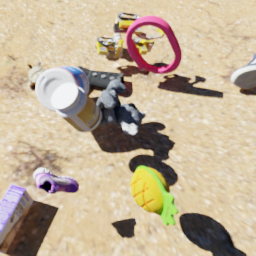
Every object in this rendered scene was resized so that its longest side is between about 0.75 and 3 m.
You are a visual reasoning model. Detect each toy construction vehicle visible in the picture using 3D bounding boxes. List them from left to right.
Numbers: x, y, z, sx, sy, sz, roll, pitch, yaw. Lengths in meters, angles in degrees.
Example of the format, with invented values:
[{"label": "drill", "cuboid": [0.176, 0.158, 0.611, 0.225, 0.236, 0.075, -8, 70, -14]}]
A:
[{"label": "toy construction vehicle", "cuboid": [0.042, -3.289, 10.675, 2.318, 2.018, 0.816, 2, 68, -17]}]

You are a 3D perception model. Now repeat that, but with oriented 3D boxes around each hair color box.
[{"label": "hair color box", "cuboid": [-3.249, 2.455, 7.584, 0.514, 0.868, 1.587, 15, 55, 10]}]

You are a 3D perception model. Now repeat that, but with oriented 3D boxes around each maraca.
[{"label": "maraca", "cuboid": [0.607, 1.556, 6.507, 0.853, 1.093, 1.595, -18, 38, -26]}]

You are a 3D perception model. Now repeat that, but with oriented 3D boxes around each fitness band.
[{"label": "fitness band", "cuboid": [0.917, -2.844, 10.008, 1.731, 2.410, 0.451, -10, 48, 29]}]

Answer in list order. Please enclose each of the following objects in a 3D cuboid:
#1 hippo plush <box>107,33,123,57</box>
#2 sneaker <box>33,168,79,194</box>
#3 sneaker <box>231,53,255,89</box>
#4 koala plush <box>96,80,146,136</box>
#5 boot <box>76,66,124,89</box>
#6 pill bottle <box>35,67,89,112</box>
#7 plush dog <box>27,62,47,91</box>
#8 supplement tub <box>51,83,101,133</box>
[{"label": "hippo plush", "cuboid": [-0.805, -3.655, 12.121, 1.002, 0.992, 1.246, -9, 54, -7]}, {"label": "sneaker", "cuboid": [-1.702, 1.386, 6.681, 1.152, 0.463, 0.509, 25, 19, -27]}, {"label": "sneaker", "cuboid": [5.080, -2.427, 11.217, 2.818, 1.056, 1.191, -13, 54, -21]}, {"label": "koala plush", "cuboid": [-0.213, -0.471, 8.914, 1.546, 1.421, 1.371, 28, 36, -1]}, {"label": "boot", "cuboid": [-1.261, -1.663, 10.898, 1.974, 0.648, 1.627, 15, 56, 5]}, {"label": "pill bottle", "cuboid": [-2.010, -1.352, 9.201, 1.308, 1.308, 2.331, 2, 14, 2]}, {"label": "plush dog", "cuboid": [-3.191, -1.824, 10.048, 1.118, 0.897, 0.960, -38, 43, -11]}, {"label": "supplement tub", "cuboid": [-1.350, -0.517, 7.416, 0.905, 1.251, 0.905, -11, 59, 19]}]
